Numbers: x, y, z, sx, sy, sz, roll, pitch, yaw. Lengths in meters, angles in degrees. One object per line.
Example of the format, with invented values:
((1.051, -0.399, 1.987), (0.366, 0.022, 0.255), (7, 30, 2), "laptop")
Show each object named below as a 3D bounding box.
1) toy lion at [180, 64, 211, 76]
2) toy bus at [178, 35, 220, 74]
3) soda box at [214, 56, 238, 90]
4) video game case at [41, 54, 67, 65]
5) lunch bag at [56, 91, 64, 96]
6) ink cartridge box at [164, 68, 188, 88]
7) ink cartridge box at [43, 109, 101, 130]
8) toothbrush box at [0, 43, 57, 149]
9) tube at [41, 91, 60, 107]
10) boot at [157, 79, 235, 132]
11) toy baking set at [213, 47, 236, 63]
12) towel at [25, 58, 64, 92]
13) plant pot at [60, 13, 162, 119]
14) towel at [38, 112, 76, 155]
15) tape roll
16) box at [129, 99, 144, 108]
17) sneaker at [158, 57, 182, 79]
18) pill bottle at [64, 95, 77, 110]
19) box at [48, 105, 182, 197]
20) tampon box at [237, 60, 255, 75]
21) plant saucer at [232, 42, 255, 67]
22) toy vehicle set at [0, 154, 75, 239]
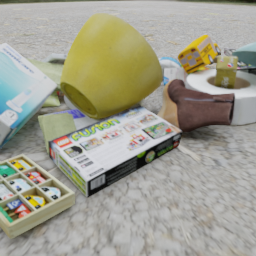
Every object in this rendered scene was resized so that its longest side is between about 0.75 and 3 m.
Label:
((2.678, -2.537, 12.198), (1.635, 0.561, 1.567), (20, 28, 32), "toy lion")
((2.623, -2.706, 10.180), (0.781, 0.940, 2.400), (-24, 14, 37), "toy bus")
((3.019, -1.408, 8.770), (0.585, 1.728, 0.553), (6, 56, 17), "soda box")
((-2.565, -2.599, 11.264), (1.722, 0.217, 1.892), (-5, -1, -36), "video game case")
((-2.252, -1.599, 10.498), (1.074, 0.500, 1.220), (27, 38, 31), "lunch bag")
((1.754, -1.780, 10.201), (0.840, 0.618, 0.607), (1, -12, 14), "ink cartridge box")
((-1.550, -0.133, 8.008), (1.367, 0.297, 1.355), (-16, 33, -30), "ink cartridge box")
((-3.410, -0.926, 7.512), (1.933, 1.126, 2.641), (39, 32, -13), "toothbrush box")
((-3.640, -0.980, 9.167), (2.642, 0.767, 0.686), (-7, 2, -23), "tube")
((2.011, -0.747, 8.088), (2.066, 0.899, 2.484), (-5, 37, 27), "boot")
((4.209, -2.931, 11.876), (2.012, 0.305, 2.621), (16, 1, -42), "toy baking set")
((-3.072, -1.911, 9.821), (2.380, 0.434, 1.766), (10, 32, -3), "towel")
((-0.731, -1.419, 7.839), (2.762, 2.762, 1.961), (25, 65, 37), "plant pot")
((-1.706, 0.140, 7.049), (0.890, 0.219, 1.200), (-9, 63, -29), "towel")
((3.156, -1.079, 9.075), (2.623, 0.917, 2.623), (0, 29, 0), "tape roll")
((-0.145, -0.996, 9.420), (1.300, 0.445, 0.534), (7, 30, 13), "box")
((0.985, -2.381, 11.643), (2.594, 0.972, 1.124), (18, 49, 33), "sneaker")
((-1.420, -1.205, 9.367), (0.834, 0.834, 1.472), (13, 33, 21), "pill bottle")
((-0.234, 0.373, 6.699), (2.851, 0.495, 1.569), (-23, 44, -35), "box")
((4.291, -2.066, 10.806), (1.137, 0.958, 1.517), (-3, 29, -6), "tampon box")
((4.623, -2.153, 8.513), (2.760, 0.531, 2.760), (17, 9, -3), "plant saucer")
((-2.142, 1.191, 5.446), (2.011, 0.267, 1.249), (23, 33, 39), "toy vehicle set")
